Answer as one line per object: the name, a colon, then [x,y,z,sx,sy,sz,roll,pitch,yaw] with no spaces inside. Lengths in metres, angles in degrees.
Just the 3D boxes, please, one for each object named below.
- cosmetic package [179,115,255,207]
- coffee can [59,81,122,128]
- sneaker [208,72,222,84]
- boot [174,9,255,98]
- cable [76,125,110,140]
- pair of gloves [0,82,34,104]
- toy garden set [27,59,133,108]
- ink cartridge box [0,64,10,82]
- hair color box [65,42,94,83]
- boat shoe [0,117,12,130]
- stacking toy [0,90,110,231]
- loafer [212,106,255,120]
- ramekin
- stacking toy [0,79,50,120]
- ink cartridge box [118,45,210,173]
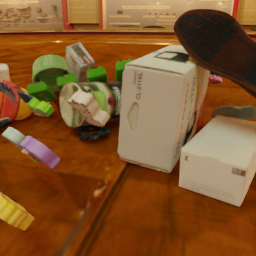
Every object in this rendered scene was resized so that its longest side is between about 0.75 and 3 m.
cosmetic package: [1.952,0.511,5.572,1.180,0.848,2.091,15,29,32]
coffee can: [-0.863,-0.659,7.455,1.545,1.131,1.131,-11,25,-41]
sneaker: [2.590,-1.904,9.178,1.260,0.601,0.498,19,-5,-21]
boot: [2.149,-1.281,5.647,2.996,1.119,1.452,50,10,36]
cable: [-0.882,0.111,7.260,0.828,0.258,1.014,-3,17,-22]
pair of gloves: [-2.469,-0.746,6.242,0.917,0.737,0.104,11,64,19]
toy garden set: [-1.293,-1.348,8.286,2.817,0.562,2.348,-15,-6,-4]
ink cartridge box: [-4.119,-1.308,9.113,0.573,1.361,0.984,-7,25,-22]
hair color box: [-1.645,-1.837,9.238,0.534,1.760,0.871,-29,74,-26]
boat shoe: [-3.474,-0.033,7.469,0.755,0.264,0.250,-26,43,-31]
stacking toy: [-1.703,0.281,4.662,2.634,0.619,1.986,10,57,49]
loafer: [2.771,-0.346,7.497,1.298,0.488,0.452,-2,-2,-17]
ramekin: [-2.272,-1.633,8.330,1.159,1.159,0.566,-8,63,-17]
stacking toy: [-3.334,-0.687,8.136,2.185,1.597,1.597,11,15,-33]
ink cartridge box: [0.982,-0.626,6.552,1.205,2.121,2.910,15,28,20]
